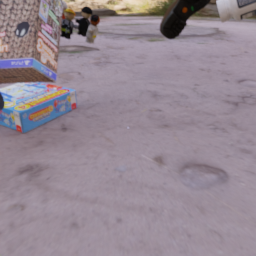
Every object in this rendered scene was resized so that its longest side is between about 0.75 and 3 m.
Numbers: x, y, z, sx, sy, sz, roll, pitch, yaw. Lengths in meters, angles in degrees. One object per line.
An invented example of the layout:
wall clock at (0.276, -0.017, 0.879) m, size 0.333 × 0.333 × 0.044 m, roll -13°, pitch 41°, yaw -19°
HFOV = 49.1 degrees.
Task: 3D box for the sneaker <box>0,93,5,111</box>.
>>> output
sneaker at (-3.491, -1.078, 6.450) m, size 0.662 × 1.614 × 0.566 m, roll -15°, pitch 8°, yaw 21°

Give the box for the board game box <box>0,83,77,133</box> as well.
board game box at (-3.722, -0.924, 10.333) m, size 2.569 × 0.733 × 2.624 m, roll 15°, pitch 30°, yaw 28°

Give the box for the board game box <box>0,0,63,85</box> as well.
board game box at (-3.018, -2.557, 7.654) m, size 1.967 × 2.467 × 1.195 m, roll 0°, pitch -9°, yaw 15°

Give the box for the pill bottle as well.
pill bottle at (3.426, -3.697, 8.224) m, size 1.492 × 0.892 × 0.892 m, roll -14°, pitch 21°, yaw 24°

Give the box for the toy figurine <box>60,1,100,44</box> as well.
toy figurine at (-1.749, -3.618, 9.537) m, size 1.481 × 1.031 × 1.458 m, roll 3°, pitch 29°, yaw -32°

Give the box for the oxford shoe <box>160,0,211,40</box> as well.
oxford shoe at (1.838, -4.007, 8.987) m, size 0.868 × 2.388 × 1.008 m, roll 39°, pitch 16°, yaw -27°
